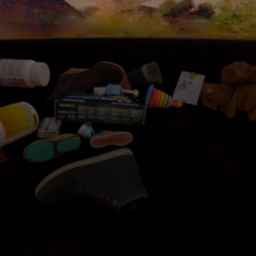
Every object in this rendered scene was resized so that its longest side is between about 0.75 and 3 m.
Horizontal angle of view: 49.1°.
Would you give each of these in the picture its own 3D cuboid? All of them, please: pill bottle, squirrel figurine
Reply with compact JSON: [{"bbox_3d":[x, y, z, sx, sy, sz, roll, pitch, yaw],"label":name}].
[{"bbox_3d":[-3.370,-0.051,7.581,0.973,0.973,1.782,10,22,22],"label":"pill bottle"},{"bbox_3d":[-5.443,-2.795,14.433,2.461,1.395,1.395,4,23,12],"label":"pill bottle"},{"bbox_3d":[3.725,-1.442,10.154,1.979,2.120,1.500,12,29,5],"label":"squirrel figurine"}]

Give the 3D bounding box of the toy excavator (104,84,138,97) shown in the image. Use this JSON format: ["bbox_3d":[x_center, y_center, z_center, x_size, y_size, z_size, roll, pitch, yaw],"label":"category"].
[{"bbox_3d":[-0.290,-1.359,10.778,1.079,0.554,1.109,20,-13,-22],"label":"toy excavator"}]

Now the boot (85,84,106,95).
[{"bbox_3d":[-1.783,-2.136,13.734,2.272,0.787,1.978,10,32,42],"label":"boot"}]

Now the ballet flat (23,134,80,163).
[{"bbox_3d":[-2.065,0.505,7.463,0.599,0.599,1.694,20,25,40],"label":"ballet flat"}]

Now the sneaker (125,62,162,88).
[{"bbox_3d":[0.712,-2.638,14.472,1.589,1.119,2.992,-15,1,23],"label":"sneaker"}]

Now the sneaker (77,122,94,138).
[{"bbox_3d":[-1.271,0.112,8.780,0.461,0.416,1.125,39,13,-5],"label":"sneaker"}]

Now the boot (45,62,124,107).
[{"bbox_3d":[-1.773,-1.721,11.890,2.934,1.062,2.441,0,43,18],"label":"boot"}]

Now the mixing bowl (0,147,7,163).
[{"bbox_3d":[-3.964,0.233,6.647,1.144,2.113,2.113,-35,35,-19],"label":"mixing bowl"}]

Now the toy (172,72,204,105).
[{"bbox_3d":[2.682,-1.699,12.463,1.056,0.433,1.834,15,59,14],"label":"toy"}]

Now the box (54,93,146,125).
[{"bbox_3d":[-1.000,-0.694,9.490,2.792,0.642,2.219,3,13,-10],"label":"box"}]

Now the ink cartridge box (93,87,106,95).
[{"bbox_3d":[-0.986,-1.267,11.636,0.674,0.662,0.916,-9,25,-23],"label":"ink cartridge box"}]

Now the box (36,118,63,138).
[{"bbox_3d":[-2.548,-0.030,9.191,0.689,0.217,1.251,-2,22,-5],"label":"box"}]

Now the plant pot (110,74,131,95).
[{"bbox_3d":[-0.331,-1.984,12.985,0.919,0.823,0.919,-23,45,25],"label":"plant pot"}]

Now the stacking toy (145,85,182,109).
[{"bbox_3d":[1.451,-1.084,11.305,1.488,0.864,0.817,15,32,0],"label":"stacking toy"}]

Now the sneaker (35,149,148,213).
[{"bbox_3d":[-0.717,1.240,5.393,2.084,0.780,1.107,-22,59,-4],"label":"sneaker"}]

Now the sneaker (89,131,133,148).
[{"bbox_3d":[-0.507,0.256,8.164,1.250,0.446,0.499,-5,27,-13],"label":"sneaker"}]
